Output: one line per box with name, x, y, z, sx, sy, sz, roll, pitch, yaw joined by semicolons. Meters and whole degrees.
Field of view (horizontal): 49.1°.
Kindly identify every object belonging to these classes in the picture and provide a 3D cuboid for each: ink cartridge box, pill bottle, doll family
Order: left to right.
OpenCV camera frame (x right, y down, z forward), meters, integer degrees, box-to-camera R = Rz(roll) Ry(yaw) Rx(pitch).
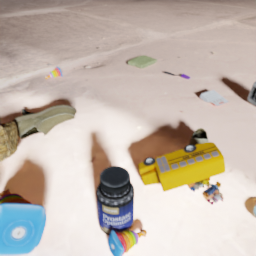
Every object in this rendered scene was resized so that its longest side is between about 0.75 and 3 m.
pill bottle;-0.304;1.741;6.677;0.906;1.620;0.906;0;34;0
doll family;2.267;1.662;7.854;0.620;0.450;0.999;-25;41;-32
ink cartridge box;3.837;-1.263;12.499;0.821;0.288;1.011;-19;53;-27

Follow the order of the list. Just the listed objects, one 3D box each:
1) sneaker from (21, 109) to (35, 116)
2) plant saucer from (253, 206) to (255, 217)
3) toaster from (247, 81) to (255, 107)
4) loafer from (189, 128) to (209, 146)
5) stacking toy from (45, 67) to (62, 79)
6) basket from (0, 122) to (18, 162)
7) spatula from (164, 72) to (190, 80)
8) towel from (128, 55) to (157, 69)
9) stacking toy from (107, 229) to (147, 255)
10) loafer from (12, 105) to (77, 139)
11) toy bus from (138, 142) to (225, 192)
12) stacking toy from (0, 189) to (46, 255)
sneaker;-4.013;-0.544;11.352;0.414;0.291;0.779;-20;48;-34
plant saucer;3.628;2.285;7.191;0.806;0.155;0.806;1;34;0
toaster;5.796;-1.381;11.883;0.714;1.204;1.089;-21;47;-25
loafer;2.275;0.677;9.124;0.746;0.673;1.973;4;34;6
stacking toy;-3.930;-2.785;14.598;0.900;0.494;0.522;-32;47;-21
basket;-4.401;0.570;8.962;1.633;1.165;1.216;-15;10;-3
spatula;2.563;-2.793;14.795;1.438;0.148;0.406;16;37;22
towel;0.848;-3.817;16.209;1.164;0.286;1.569;26;40;31
stacking toy;0.041;2.585;6.520;0.967;0.531;0.561;-11;44;-34
loafer;-2.979;-0.165;10.176;2.368;0.901;0.799;-16;73;0
toy bus;1.469;1.139;7.912;2.268;0.738;0.888;-18;34;0
stacking toy;-2.881;2.066;6.887;1.148;1.214;2.093;15;3;-34
